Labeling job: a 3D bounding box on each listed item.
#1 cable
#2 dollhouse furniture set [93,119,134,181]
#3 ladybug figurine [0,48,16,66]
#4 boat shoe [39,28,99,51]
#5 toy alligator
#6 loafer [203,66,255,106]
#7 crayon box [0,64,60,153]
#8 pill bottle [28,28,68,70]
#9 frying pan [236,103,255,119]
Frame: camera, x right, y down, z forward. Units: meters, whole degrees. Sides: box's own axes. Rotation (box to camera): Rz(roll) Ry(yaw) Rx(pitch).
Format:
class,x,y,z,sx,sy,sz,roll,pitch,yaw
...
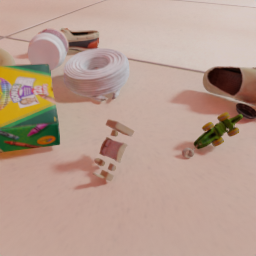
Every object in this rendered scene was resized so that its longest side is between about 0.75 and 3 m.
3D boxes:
class,x,y,z,sx,sy,sz,roll,pitch,yaw
cable,-0.994,-1.750,8.655,2.072,0.717,2.072,11,45,19
dollhouse furniture set,-0.427,0.422,5.592,0.571,0.488,1.102,15,79,49
ladybug figurine,-4.320,-1.655,8.356,2.214,0.797,1.503,2,70,10
boat shoe,-2.291,-3.494,10.828,2.411,0.754,0.858,1,42,-19
toy alligator,1.842,0.159,6.265,1.573,0.521,0.378,-31,-2,0
loafer,3.266,-1.111,7.544,2.720,1.029,0.929,13,9,29
crayon box,-2.525,-0.582,6.703,1.480,0.726,2.492,-7,44,-16
pill bottle,-2.566,-2.534,9.041,1.126,1.126,1.971,-4,26,-6
frying pan,3.281,-0.459,7.476,1.022,0.166,0.618,-9,46,-33
